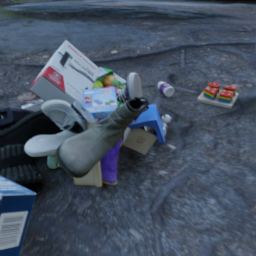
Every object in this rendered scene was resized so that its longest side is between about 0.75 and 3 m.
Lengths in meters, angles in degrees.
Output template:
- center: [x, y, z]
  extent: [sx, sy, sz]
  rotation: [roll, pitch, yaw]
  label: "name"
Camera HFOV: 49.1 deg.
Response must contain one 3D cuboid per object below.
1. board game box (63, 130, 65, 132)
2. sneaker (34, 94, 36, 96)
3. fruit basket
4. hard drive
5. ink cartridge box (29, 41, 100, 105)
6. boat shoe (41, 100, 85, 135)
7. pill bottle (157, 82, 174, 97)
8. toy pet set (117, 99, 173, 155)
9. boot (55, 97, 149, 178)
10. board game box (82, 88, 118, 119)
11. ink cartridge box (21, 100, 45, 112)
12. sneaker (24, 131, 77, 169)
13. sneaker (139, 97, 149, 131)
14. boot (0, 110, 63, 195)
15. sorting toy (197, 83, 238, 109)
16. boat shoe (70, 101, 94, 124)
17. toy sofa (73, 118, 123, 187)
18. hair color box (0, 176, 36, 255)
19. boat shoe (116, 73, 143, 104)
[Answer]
- center: [-3.092, 0.193, 10.358]
  extent: [1.287, 0.353, 2.039]
  rotation: [23, 38, 32]
  label: "board game box"
- center: [-4.190, -1.757, 13.602]
  extent: [0.392, 0.322, 0.852]
  rotation: [16, 36, 16]
  label: "sneaker"
- center: [-0.980, -1.849, 12.876]
  extent: [2.158, 1.092, 2.330]
  rotation: [-31, 48, -27]
  label: "fruit basket"
- center: [-4.664, -0.079, 9.458]
  extent: [2.609, 0.552, 1.760]
  rotation: [-16, -4, 7]
  label: "hard drive"
- center: [-2.279, -1.864, 10.591]
  extent: [1.037, 1.787, 2.477]
  rotation: [-34, 29, 35]
  label: "ink cartridge box"
- center: [-1.777, -0.242, 8.150]
  extent: [0.641, 1.838, 0.655]
  rotation: [-29, 65, 13]
  label: "boat shoe"
- center: [1.809, -1.911, 13.639]
  extent: [0.511, 0.511, 0.918]
  rotation: [-12, 34, -19]
  label: "pill bottle"
- center: [0.374, -0.500, 9.557]
  extent: [2.664, 1.414, 2.487]
  rotation: [24, 32, -13]
  label: "toy pet set"
- center: [-0.542, -0.004, 7.279]
  extent: [1.008, 1.944, 2.976]
  rotation: [46, 23, 1]
  label: "boot"
- center: [-0.926, -0.824, 9.169]
  extent: [1.128, 0.273, 1.491]
  rotation: [-5, 38, -4]
  label: "board game box"
- center: [-3.745, -0.617, 11.165]
  extent: [0.296, 0.750, 1.508]
  rotation: [17, 31, 33]
  label: "ink cartridge box"
- center: [-2.268, 0.830, 8.289]
  extent: [0.753, 1.207, 2.047]
  rotation: [31, 21, 21]
  label: "sneaker"
- center: [0.439, -0.281, 9.900]
  extent: [0.630, 1.704, 0.676]
  rotation: [4, 20, 5]
  label: "sneaker"
- center: [-2.835, 0.778, 8.294]
  extent: [3.031, 1.141, 2.266]
  rotation: [-31, 46, -20]
  label: "boot"
- center: [4.250, -1.613, 13.124]
  extent: [1.541, 0.539, 1.550]
  rotation: [17, 36, 25]
  label: "sorting toy"
- center: [-1.285, -0.383, 7.797]
  extent: [0.271, 0.793, 0.293]
  rotation: [-34, 22, 32]
  label: "boat shoe"
- center: [-0.895, 0.619, 8.983]
  extent: [1.271, 1.079, 2.605]
  rotation: [1, 32, 4]
  label: "toy sofa"
- center: [-3.392, 1.643, 6.020]
  extent: [2.898, 1.449, 0.877]
  rotation: [13, -4, 33]
  label: "hair color box"
- center: [-0.063, -1.217, 10.666]
  extent: [1.108, 2.389, 0.892]
  rotation: [6, 62, 14]
  label: "boat shoe"
